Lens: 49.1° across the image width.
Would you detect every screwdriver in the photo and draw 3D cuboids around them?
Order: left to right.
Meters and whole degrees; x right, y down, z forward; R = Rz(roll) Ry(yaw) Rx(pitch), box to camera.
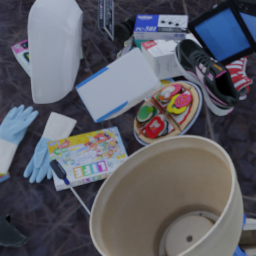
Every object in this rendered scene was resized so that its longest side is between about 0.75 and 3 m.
[{"bbox_3d":[-1.114,1.224,5.554,0.200,0.209,1.436,-37,80,0],"label":"screwdriver"}]

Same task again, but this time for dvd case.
[{"bbox_3d":[-0.646,-3.393,8.366,0.202,1.634,1.228,1,96,5],"label":"dvd case"}]

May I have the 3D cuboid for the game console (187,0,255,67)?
[{"bbox_3d":[3.363,-2.595,8.420,1.413,2.428,2.135,-48,41,9],"label":"game console"}]

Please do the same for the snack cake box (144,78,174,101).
[{"bbox_3d":[1.161,-1.493,10.787,1.291,0.434,0.742,-21,57,-14],"label":"snack cake box"}]

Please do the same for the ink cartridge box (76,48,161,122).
[{"bbox_3d":[-0.103,-0.980,6.944,1.634,2.238,0.944,-31,91,8],"label":"ink cartridge box"}]

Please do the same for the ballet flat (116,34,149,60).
[{"bbox_3d":[0.113,-3.366,11.861,0.908,0.908,2.524,19,57,13],"label":"ballet flat"}]

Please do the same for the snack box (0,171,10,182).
[{"bbox_3d":[-4.286,1.374,8.942,0.717,0.288,0.850,-29,59,-18],"label":"snack box"}]

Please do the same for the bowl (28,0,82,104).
[{"bbox_3d":[-1.972,-2.279,8.049,1.040,2.786,2.783,8,38,-6],"label":"bowl"}]

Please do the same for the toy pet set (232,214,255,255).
[{"bbox_3d":[2.511,2.074,5.451,1.071,1.883,2.017,1,80,-15],"label":"toy pet set"}]

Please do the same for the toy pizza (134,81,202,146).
[{"bbox_3d":[0.955,-0.462,7.548,2.143,0.339,2.143,-29,40,27],"label":"toy pizza"}]

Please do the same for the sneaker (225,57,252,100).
[{"bbox_3d":[4.340,-2.147,10.885,1.580,1.000,2.809,36,71,26],"label":"sneaker"}]

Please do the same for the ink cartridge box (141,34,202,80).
[{"bbox_3d":[1.903,-2.847,11.064,2.391,1.001,1.725,-12,36,-9],"label":"ink cartridge box"}]

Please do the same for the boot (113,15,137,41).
[{"bbox_3d":[0.051,-4.471,12.376,1.344,0.676,1.798,-24,35,-15],"label":"boot"}]

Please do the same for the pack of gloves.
[{"bbox_3d":[-3.299,0.545,9.505,2.260,0.531,2.690,20,57,-4],"label":"pack of gloves"}]

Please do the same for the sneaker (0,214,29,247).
[{"bbox_3d":[-3.746,2.741,7.886,0.976,0.562,1.871,-38,69,-22],"label":"sneaker"}]

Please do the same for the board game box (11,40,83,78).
[{"bbox_3d":[-3.369,-3.174,11.747,2.345,0.754,1.730,-32,62,-20],"label":"board game box"}]

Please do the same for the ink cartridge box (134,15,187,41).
[{"bbox_3d":[0.991,-3.039,8.502,1.551,0.343,0.729,4,63,10],"label":"ink cartridge box"}]

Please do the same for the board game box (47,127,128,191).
[{"bbox_3d":[-1.278,0.939,9.051,2.369,0.405,1.593,-13,57,-14],"label":"board game box"}]

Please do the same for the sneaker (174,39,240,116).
[{"bbox_3d":[2.354,-1.599,7.966,1.014,1.090,2.524,-37,84,-11],"label":"sneaker"}]

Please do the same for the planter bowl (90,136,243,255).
[{"bbox_3d":[0.866,1.643,5.036,2.594,1.746,2.594,-25,30,16],"label":"planter bowl"}]
